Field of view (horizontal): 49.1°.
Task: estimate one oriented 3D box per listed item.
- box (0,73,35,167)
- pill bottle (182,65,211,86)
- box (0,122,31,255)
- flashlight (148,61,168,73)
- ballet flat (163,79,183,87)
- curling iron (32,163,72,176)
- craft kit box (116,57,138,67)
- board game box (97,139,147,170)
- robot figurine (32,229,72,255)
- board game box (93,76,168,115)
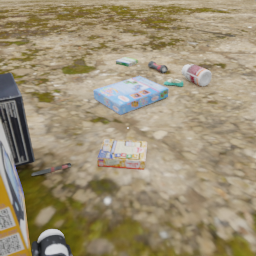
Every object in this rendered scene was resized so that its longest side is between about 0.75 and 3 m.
[{"bbox_3d":[-3.389,0.013,6.400,1.987,2.003,1.235,-14,42,-23],"label":"box"},{"bbox_3d":[2.872,-2.279,11.894,0.700,0.700,1.239,-16,34,-24],"label":"pill bottle"},{"bbox_3d":[-2.300,0.674,4.719,0.620,2.991,1.780,-12,33,-19],"label":"box"},{"bbox_3d":[1.408,-2.924,13.299,0.379,0.381,1.120,8,22,-35],"label":"flashlight"},{"bbox_3d":[1.905,-1.919,11.686,0.832,0.293,0.280,9,32,15],"label":"ballet flat"},{"bbox_3d":[-1.864,1.042,6.896,0.984,0.126,0.244,-15,-9,-13],"label":"curling iron"},{"bbox_3d":[-0.064,-3.367,14.220,0.817,0.198,0.807,21,39,31],"label":"craft kit box"},{"bbox_3d":[-0.131,0.669,7.376,1.198,0.277,0.908,4,31,6],"label":"board game box"},{"bbox_3d":[-1.290,2.120,4.777,0.488,0.588,0.782,-25,36,-8],"label":"robot figurine"},{"bbox_3d":[0.110,-1.293,10.516,2.251,0.412,1.703,-22,37,-31],"label":"board game box"}]
